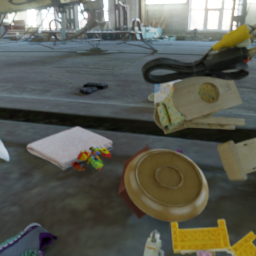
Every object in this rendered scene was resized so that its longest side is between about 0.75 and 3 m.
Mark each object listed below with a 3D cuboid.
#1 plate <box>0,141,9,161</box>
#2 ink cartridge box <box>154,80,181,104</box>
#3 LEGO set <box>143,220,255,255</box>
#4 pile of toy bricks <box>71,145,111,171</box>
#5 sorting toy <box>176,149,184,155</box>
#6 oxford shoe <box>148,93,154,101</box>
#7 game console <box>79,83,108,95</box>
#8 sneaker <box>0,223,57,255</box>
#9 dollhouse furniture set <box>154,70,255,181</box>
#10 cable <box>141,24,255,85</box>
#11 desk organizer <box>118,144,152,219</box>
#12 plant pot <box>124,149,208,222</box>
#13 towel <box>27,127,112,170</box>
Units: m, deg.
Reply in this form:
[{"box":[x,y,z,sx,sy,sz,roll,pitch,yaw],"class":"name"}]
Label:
[{"box":[-4.213,0.130,7.767,1.802,0.292,1.805,41,-8,-40],"class":"plate"},{"box":[2.106,-1.467,12.237,1.055,1.083,1.684,-18,27,-37],"class":"ink cartridge box"},{"box":[1.447,2.076,4.120,2.432,0.905,1.119,14,60,20],"class":"LEGO set"},{"box":[-0.886,0.878,7.257,0.566,0.636,1.147,40,19,18],"class":"pile of toy bricks"},{"box":[1.297,1.027,7.026,0.529,0.533,1.537,-24,23,5],"class":"sorting toy"},{"box":[1.443,-1.498,13.398,1.185,0.446,0.342,-23,-11,-30],"class":"oxford shoe"},{"box":[-1.997,-2.130,15.075,1.221,0.249,2.070,7,21,18],"class":"game console"},{"box":[-1.683,1.991,4.449,0.538,0.458,1.230,14,25,20],"class":"sneaker"},{"box":[1.693,0.272,7.256,1.530,2.435,2.753,-16,-10,-12],"class":"dollhouse furniture set"},{"box":[1.537,-1.348,5.795,2.462,1.196,0.620,-12,57,14],"class":"cable"},{"box":[0.359,1.077,6.176,0.783,0.729,2.033,-37,7,8],"class":"desk organizer"},{"box":[0.703,0.912,4.966,1.526,0.210,1.526,6,43,-6],"class":"plant pot"},{"box":[-1.702,0.539,8.280,1.800,0.304,1.885,19,29,38],"class":"towel"}]
